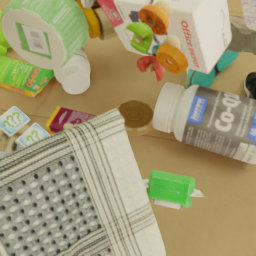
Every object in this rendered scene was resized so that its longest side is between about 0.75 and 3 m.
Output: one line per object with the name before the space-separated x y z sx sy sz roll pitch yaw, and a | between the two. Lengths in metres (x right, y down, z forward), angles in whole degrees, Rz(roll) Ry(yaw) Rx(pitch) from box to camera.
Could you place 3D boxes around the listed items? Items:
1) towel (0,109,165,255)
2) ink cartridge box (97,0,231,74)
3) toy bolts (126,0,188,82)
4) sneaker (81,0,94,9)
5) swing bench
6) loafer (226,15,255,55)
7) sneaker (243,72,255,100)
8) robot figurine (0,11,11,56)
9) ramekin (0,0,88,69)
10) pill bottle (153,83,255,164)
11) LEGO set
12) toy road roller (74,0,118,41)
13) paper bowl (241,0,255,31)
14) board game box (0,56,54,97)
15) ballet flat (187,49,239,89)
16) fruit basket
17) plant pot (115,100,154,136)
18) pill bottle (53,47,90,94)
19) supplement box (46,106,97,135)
towel | -0.851 1.560 3.547 2.766 2.873 0.496 -25 22 -27
ink cartridge box | 0.855 -2.546 6.571 2.651 1.919 1.118 26 78 34
toy bolts | 0.714 -1.481 4.987 1.247 1.306 0.906 36 79 19
sneaker | -1.062 -3.242 6.559 0.363 0.413 1.031 1 76 -50
swing bench | -1.721 1.114 6.225 2.371 2.358 1.538 3 52 2
loafer | 3.420 -2.659 7.947 0.833 0.953 2.650 -28 39 -15
sneaker | 4.243 -1.290 9.068 0.726 0.839 1.917 10 53 8
robot figurine | -5.210 -3.522 10.487 2.329 1.347 2.043 -28 51 -20
ramekin | -2.177 -2.512 7.201 2.080 2.080 1.016 16 56 12
pill bottle | 2.273 -0.227 7.721 2.921 1.662 1.662 17 54 15
LEGO set | -1.619 0.418 3.953 1.201 0.395 1.608 44 39 -10
toy road roller | -0.784 -4.156 8.280 1.597 1.898 2.600 -24 78 -16
paper bowl | 3.614 -2.624 5.846 2.224 1.157 2.224 -21 28 12
board game box | -3.870 -1.826 9.814 2.455 0.368 1.173 16 54 15
ballet flat | 2.698 -2.130 9.793 2.996 1.009 1.054 -40 38 -27
fruit basket | 0.719 1.043 4.734 1.027 1.109 0.520 10 80 11
plant pot | 0.197 -0.387 8.779 1.432 0.197 1.432 0 51 0
pill bottle | -1.970 -2.206 9.549 1.210 1.210 2.186 -14 52 -11
supplement box | -1.247 0.156 7.847 1.773 0.978 0.759 14 54 11
